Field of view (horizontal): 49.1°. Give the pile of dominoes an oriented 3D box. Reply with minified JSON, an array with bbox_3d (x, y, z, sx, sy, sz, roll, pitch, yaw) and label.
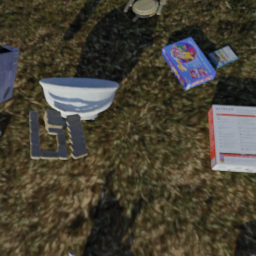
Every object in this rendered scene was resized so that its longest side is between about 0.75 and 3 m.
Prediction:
[{"bbox_3d":[-2.195,0.258,8.717,1.689,0.345,2.167,6,40,-25],"label":"pile of dominoes"}]

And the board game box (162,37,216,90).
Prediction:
[{"bbox_3d":[2.610,-2.824,12.195,1.432,0.477,2.131,-23,68,-10],"label":"board game box"}]

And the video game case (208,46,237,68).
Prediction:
[{"bbox_3d":[4.259,-3.199,12.581,1.061,0.094,0.759,-24,69,-11],"label":"video game case"}]

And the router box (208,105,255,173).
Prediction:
[{"bbox_3d":[4.541,0.416,10.631,2.732,0.667,2.452,4,66,2],"label":"router box"}]

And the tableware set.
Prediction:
[{"bbox_3d":[1.094,-6.243,13.729,1.802,0.546,2.726,12,60,18],"label":"tableware set"}]

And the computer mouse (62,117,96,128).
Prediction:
[{"bbox_3d":[-2.093,-0.320,11.189,1.624,0.276,0.476,-9,65,-4],"label":"computer mouse"}]

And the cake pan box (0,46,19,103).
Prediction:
[{"bbox_3d":[-4.233,-1.669,9.033,0.500,1.910,1.759,19,24,-3],"label":"cake pan box"}]

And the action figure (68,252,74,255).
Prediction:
[{"bbox_3d":[-1.197,5.352,8.348,2.638,1.380,2.552,25,74,-14],"label":"action figure"}]

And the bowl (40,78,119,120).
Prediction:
[{"bbox_3d":[-1.832,-1.100,10.586,2.917,2.917,1.311,5,105,2],"label":"bowl"}]
